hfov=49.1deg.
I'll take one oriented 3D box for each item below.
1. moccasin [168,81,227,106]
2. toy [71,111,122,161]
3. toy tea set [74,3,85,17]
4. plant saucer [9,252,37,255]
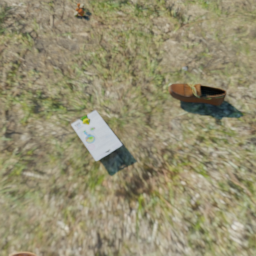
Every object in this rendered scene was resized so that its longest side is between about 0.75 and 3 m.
[{"bbox_3d":[2.541,-1.317,10.317,2.107,0.813,0.771,14,59,3],"label":"moccasin"},{"bbox_3d":[-1.096,0.297,9.691,1.020,0.418,1.772,-31,63,-14],"label":"toy"},{"bbox_3d":[-2.238,-5.554,13.251,0.509,0.317,0.857,-8,58,30],"label":"toy tea set"},{"bbox_3d":[-2.885,4.236,7.435,1.719,0.322,1.719,0,60,1],"label":"plant saucer"}]
